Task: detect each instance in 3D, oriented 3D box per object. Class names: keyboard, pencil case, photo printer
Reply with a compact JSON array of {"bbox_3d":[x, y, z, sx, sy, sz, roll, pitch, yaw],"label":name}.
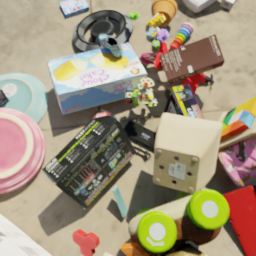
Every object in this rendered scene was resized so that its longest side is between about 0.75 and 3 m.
[{"bbox_3d":[0.441,0.397,8.417,1.433,0.148,0.910,26,59,14],"label":"keyboard"},{"bbox_3d":[3.677,0.407,7.153,2.777,1.150,1.201,-38,73,24],"label":"pencil case"},{"bbox_3d":[2.831,-5.341,10.751,1.687,0.586,1.404,-34,80,3],"label":"photo printer"}]

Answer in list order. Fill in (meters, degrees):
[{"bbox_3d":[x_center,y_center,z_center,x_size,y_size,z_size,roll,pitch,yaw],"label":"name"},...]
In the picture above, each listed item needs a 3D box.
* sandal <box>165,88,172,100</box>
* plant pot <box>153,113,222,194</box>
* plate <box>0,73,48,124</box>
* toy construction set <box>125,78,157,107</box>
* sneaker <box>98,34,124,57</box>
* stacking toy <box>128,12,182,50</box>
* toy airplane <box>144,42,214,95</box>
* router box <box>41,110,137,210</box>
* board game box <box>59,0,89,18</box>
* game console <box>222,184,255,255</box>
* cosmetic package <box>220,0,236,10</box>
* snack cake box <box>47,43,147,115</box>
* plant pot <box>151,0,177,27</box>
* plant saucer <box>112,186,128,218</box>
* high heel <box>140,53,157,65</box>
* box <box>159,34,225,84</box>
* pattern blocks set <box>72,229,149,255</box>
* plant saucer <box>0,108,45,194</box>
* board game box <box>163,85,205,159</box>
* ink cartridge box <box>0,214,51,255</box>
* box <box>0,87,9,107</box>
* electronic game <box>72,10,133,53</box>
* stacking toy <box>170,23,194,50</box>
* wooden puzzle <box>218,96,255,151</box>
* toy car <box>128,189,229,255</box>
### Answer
[{"bbox_3d":[1.860,-0.597,8.637,0.599,0.668,1.821,-21,63,-20],"label":"sandal"},{"bbox_3d":[1.248,0.657,6.501,1.462,1.460,1.295,12,29,21],"label":"plant pot"},{"bbox_3d":[-3.815,-0.829,8.935,2.444,0.312,2.444,0,64,1],"label":"plate"},{"bbox_3d":[0.385,-0.934,8.057,0.902,1.376,0.634,3,75,6],"label":"toy construction set"},{"bbox_3d":[-0.545,-2.671,8.605,0.436,0.525,1.100,-43,61,-9],"label":"sneaker"},{"bbox_3d":[0.945,-3.048,8.973,0.479,1.538,2.040,-46,36,4],"label":"stacking toy"},{"bbox_3d":[1.755,-1.981,9.114,2.508,0.461,2.508,7,68,-17],"label":"toy airplane"},{"bbox_3d":[-0.884,0.833,7.184,0.668,1.611,2.150,31,70,37],"label":"router box"},{"bbox_3d":[-2.098,-4.740,10.918,0.970,0.178,0.734,-23,66,-11],"label":"board game box"},{"bbox_3d":[3.498,2.216,7.095,1.498,1.032,1.738,-18,79,-28],"label":"game console"},{"bbox_3d":[4.014,-5.096,11.007,0.480,0.345,0.851,30,67,14],"label":"cosmetic package"},{"bbox_3d":[-0.963,-1.568,8.729,2.715,0.912,1.561,-17,55,-14],"label":"snack cake box"},{"bbox_3d":[1.248,-4.081,9.989,0.939,0.939,0.657,10,58,5],"label":"plant pot"},{"bbox_3d":[-0.203,1.936,7.372,0.078,0.288,0.824,-17,101,23],"label":"plant saucer"},{"bbox_3d":[1.102,-2.323,9.363,1.394,0.668,0.469,6,95,-1],"label":"high heel"},{"bbox_3d":[1.847,-1.975,8.221,1.699,0.637,0.851,-19,85,9],"label":"box"},{"bbox_3d":[-0.043,3.395,5.955,2.663,2.341,0.216,8,21,26],"label":"pattern blocks set"},{"bbox_3d":[-3.575,0.539,7.717,2.480,0.629,2.480,5,69,-13],"label":"plant saucer"},{"bbox_3d":[1.612,0.015,7.805,0.535,1.559,1.886,-13,65,-9],"label":"board game box"},{"bbox_3d":[-2.766,2.910,6.055,2.977,2.173,1.255,30,69,15],"label":"ink cartridge box"},{"bbox_3d":[-4.081,-0.816,8.440,0.195,0.638,0.806,40,68,18],"label":"box"},{"bbox_3d":[-0.927,-3.461,10.057,2.238,0.466,2.238,-5,59,8],"label":"electronic game"},{"bbox_3d":[1.876,-3.218,10.039,0.493,0.493,1.156,31,72,14],"label":"stacking toy"},{"bbox_3d":[3.043,-0.217,7.651,0.364,1.953,1.807,44,57,-8],"label":"wooden puzzle"},{"bbox_3d":[1.414,2.936,6.120,2.182,2.271,2.765,-21,77,-5],"label":"toy car"}]
